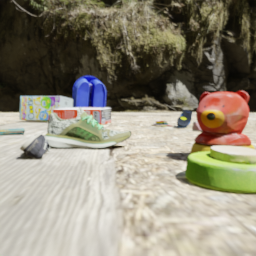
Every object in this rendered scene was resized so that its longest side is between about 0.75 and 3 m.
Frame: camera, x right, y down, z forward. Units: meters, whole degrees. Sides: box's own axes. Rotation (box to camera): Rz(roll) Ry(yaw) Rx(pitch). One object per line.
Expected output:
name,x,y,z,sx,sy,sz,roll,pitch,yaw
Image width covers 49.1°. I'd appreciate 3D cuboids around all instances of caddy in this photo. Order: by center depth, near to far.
caddy,-2.460,-1.815,17.578,1.986,2.809,1.474,2,13,-21

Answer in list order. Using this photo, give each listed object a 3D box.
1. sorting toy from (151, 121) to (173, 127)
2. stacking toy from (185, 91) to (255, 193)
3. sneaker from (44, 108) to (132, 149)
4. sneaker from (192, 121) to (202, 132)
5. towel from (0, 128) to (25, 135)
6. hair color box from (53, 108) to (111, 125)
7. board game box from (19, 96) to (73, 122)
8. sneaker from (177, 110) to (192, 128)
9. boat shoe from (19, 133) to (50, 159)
sorting toy,1.449,-0.196,12.440,0.648,0.227,1.344,-2,4,-16
stacking toy,1.906,0.031,3.475,2.551,1.078,2.309,2,4,25
sneaker,-0.850,-0.007,5.725,1.849,0.819,0.711,0,4,-1
sneaker,2.497,-0.067,9.594,0.285,0.395,0.756,0,5,-34
towel,-3.884,0.136,8.597,1.356,0.147,0.994,-3,5,-21
hair color box,-2.200,-0.570,13.545,2.478,0.792,1.374,0,7,17
board game box,-4.555,-1.021,15.573,2.579,1.328,1.353,2,-1,21
sneaker,2.323,-0.217,11.647,0.535,0.637,1.625,18,26,13
boat shoe,-1.586,0.357,4.915,0.372,0.431,1.188,42,-8,-7
